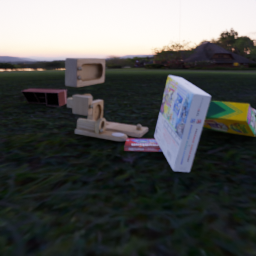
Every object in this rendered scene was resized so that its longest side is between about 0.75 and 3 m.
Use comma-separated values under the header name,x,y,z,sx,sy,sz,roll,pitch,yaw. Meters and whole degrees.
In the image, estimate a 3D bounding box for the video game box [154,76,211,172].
name,x,y,z,sx,sy,sz,roll,pitch,yaw
video game box,1.378,-0.220,7.755,0.527,2.052,2.252,5,21,-10

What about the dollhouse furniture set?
name,x,y,z,sx,sy,sz,roll,pitch,yaw
dollhouse furniture set,-0.593,-1.003,9.750,2.162,2.654,2.524,9,16,19

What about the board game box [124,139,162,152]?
name,x,y,z,sx,sy,sz,roll,pitch,yaw
board game box,0.743,0.556,9.009,1.671,0.162,0.860,1,16,4

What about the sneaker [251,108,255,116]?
name,x,y,z,sx,sy,sz,roll,pitch,yaw
sneaker,4.561,-0.412,10.900,0.487,0.908,0.303,19,42,-13

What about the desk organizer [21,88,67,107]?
name,x,y,z,sx,sy,sz,roll,pitch,yaw
desk organizer,-4.942,-1.803,16.511,2.492,0.894,0.959,4,18,15

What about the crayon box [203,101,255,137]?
name,x,y,z,sx,sy,sz,roll,pitch,yaw
crayon box,3.376,-0.317,9.788,1.853,0.626,2.148,11,-8,33
